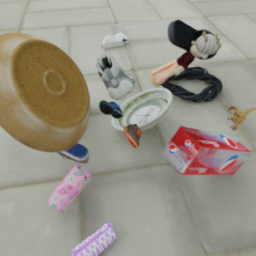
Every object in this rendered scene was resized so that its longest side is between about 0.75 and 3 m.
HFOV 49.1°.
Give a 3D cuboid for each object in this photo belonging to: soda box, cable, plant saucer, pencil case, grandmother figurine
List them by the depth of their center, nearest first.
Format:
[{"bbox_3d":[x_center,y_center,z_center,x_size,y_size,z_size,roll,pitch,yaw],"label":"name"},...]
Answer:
[{"bbox_3d":[-1.540,-0.787,5.446,0.446,2.517,2.517,-23,31,33],"label":"plant saucer"},{"bbox_3d":[-0.680,2.354,5.678,0.978,0.418,0.410,-34,53,-30],"label":"pencil case"},{"bbox_3d":[-1.282,1.340,6.213,1.115,0.487,0.487,-49,54,1],"label":"pencil case"},{"bbox_3d":[1.827,0.560,6.256,2.230,0.781,0.707,8,33,-43],"label":"soda box"},{"bbox_3d":[0.450,-0.412,8.118,1.916,0.481,1.916,-22,31,14],"label":"plant saucer"},{"bbox_3d":[1.634,-2.034,8.856,2.107,0.638,1.278,-32,29,30],"label":"grandmother figurine"},{"bbox_3d":[2.159,-1.478,9.855,2.144,0.545,1.750,-6,48,-10],"label":"cable"}]

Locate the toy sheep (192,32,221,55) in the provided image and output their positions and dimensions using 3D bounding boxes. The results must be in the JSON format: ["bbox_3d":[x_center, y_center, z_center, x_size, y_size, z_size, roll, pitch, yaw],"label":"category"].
[{"bbox_3d":[2.182,-2.326,7.779,0.886,0.611,0.611,8,41,-12],"label":"toy sheep"}]

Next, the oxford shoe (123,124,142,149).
[{"bbox_3d":[0.139,0.130,6.300,0.364,0.357,1.003,-28,25,1],"label":"oxford shoe"}]

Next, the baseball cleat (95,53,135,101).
[{"bbox_3d":[-0.284,-1.304,6.883,0.746,1.139,2.140,-27,14,2],"label":"baseball cleat"}]

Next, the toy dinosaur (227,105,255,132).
[{"bbox_3d":[2.943,-0.343,7.293,1.253,0.379,0.666,-38,72,-20],"label":"toy dinosaur"}]

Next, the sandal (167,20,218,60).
[{"bbox_3d":[2.302,-2.820,9.139,2.609,0.992,0.559,-3,3,-43],"label":"sandal"}]

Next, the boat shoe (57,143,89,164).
[{"bbox_3d":[-1.613,0.509,7.013,1.455,0.527,0.526,29,59,21],"label":"boat shoe"}]

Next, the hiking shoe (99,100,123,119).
[{"bbox_3d":[-0.413,-0.458,6.251,0.286,0.768,0.333,-25,59,22],"label":"hiking shoe"}]

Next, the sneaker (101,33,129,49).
[{"bbox_3d":[-0.563,-3.809,12.330,1.413,0.497,0.566,-33,55,-31],"label":"sneaker"}]
